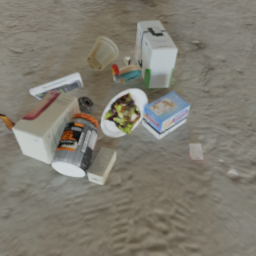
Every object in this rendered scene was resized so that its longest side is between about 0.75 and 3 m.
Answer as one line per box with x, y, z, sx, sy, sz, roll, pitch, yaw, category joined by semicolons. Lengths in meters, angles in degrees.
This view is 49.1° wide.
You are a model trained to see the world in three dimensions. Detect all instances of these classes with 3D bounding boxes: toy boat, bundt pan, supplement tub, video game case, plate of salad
-0.198;-2.370;12.645;1.423;0.787;1.693;-16;-4;30;toy boat
-1.787;-1.008;11.882;0.836;0.314;0.836;28;38;-24;bundt pan
-1.768;0.577;9.708;1.229;1.229;2.005;9;59;8;supplement tub
-2.871;-1.651;11.619;1.962;2.159;0.252;-21;91;-6;video game case
-0.057;-0.457;10.352;2.113;2.113;0.507;-27;50;-24;plate of salad

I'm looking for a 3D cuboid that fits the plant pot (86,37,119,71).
-1.379;-3.634;14.183;1.410;1.410;1.291;21;61;20;plant pot

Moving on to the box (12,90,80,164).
-2.906;-0.080;10.447;1.256;1.474;2.305;18;48;17;box

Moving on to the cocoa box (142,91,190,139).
1.489;-0.525;11.108;1.575;1.034;1.050;-30;58;-26;cocoa box

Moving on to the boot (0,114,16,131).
-4.471;-0.197;10.828;0.992;1.054;0.361;24;62;20;boot

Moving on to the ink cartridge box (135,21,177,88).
1.221;-3.562;13.425;1.175;2.074;2.829;-5;45;-10;ink cartridge box

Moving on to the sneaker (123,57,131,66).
-0.090;-3.308;14.021;0.375;0.323;0.886;1;29;5;sneaker

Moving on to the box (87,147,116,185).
-0.895;1.310;9.778;0.579;0.474;1.218;16;47;14;box

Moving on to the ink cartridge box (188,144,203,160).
2.490;0.923;10.326;0.440;0.203;0.807;2;42;2;ink cartridge box
